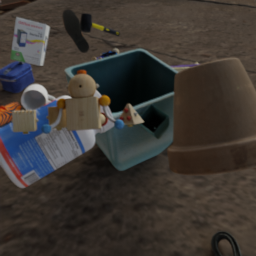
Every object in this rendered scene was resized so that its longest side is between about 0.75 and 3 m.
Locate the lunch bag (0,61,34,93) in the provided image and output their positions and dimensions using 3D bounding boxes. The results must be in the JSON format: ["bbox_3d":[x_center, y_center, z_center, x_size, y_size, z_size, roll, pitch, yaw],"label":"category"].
[{"bbox_3d":[-5.064,-2.428,12.781,1.032,1.005,1.519,16,43,18],"label":"lunch bag"}]

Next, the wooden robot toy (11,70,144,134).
[{"bbox_3d":[-0.842,-0.451,4.737,2.177,0.988,0.959,-3,5,3],"label":"wooden robot toy"}]

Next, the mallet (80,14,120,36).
[{"bbox_3d":[-0.987,-3.520,10.154,0.379,0.606,1.839,13,3,40],"label":"mallet"}]

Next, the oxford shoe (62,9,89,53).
[{"bbox_3d":[-1.534,-2.743,7.938,0.445,1.247,0.445,-28,37,-8],"label":"oxford shoe"}]

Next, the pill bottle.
[{"bbox_3d":[-1.479,0.121,5.769,2.265,1.271,1.271,-31,48,-16],"label":"pill bottle"}]

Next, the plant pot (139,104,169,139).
[{"bbox_3d":[0.675,-0.077,6.988,0.559,0.790,0.558,38,82,26],"label":"plant pot"}]

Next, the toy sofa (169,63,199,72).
[{"bbox_3d":[1.946,-2.432,12.566,2.695,1.315,1.116,-4,40,-3],"label":"toy sofa"}]

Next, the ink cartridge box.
[{"bbox_3d":[-3.385,-2.953,9.678,1.027,1.413,0.618,12,11,-9],"label":"ink cartridge box"}]

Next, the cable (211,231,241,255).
[{"bbox_3d":[2.659,3.585,6.100,1.312,0.680,2.702,-41,35,-4],"label":"cable"}]

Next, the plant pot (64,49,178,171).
[{"bbox_3d":[-0.020,-0.372,8.828,2.829,2.881,2.821,-21,45,-24],"label":"plant pot"}]

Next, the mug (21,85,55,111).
[{"bbox_3d":[-3.617,-1.235,11.477,1.310,0.967,1.149,15,22,-17],"label":"mug"}]

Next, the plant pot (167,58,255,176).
[{"bbox_3d":[1.942,-0.305,6.244,2.511,2.190,2.511,-12,2,0],"label":"plant pot"}]

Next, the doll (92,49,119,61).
[{"bbox_3d":[-1.051,-3.775,14.839,1.276,0.453,1.870,13,34,28],"label":"doll"}]

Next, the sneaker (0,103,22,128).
[{"bbox_3d":[-4.851,-0.568,10.342,0.867,1.252,2.235,15,42,17],"label":"sneaker"}]
